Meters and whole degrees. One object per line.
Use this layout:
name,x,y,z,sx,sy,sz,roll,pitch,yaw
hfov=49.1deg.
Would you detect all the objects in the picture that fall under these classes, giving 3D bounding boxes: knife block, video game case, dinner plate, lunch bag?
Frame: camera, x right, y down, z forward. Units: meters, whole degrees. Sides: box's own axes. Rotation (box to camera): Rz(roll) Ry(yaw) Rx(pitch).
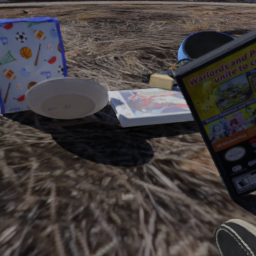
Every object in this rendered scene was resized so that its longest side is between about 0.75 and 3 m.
knife block,0.944,-1.602,9.528,0.930,0.339,1.059,0,23,-13
video game case,2.622,-0.404,4.598,2.956,2.672,0.377,-25,21,12
video game case,0.850,-0.734,8.501,2.617,0.301,2.385,-5,25,-12
dinner plate,-1.539,-0.629,7.208,2.113,2.113,0.256,-4,67,-7
lunch bag,-3.063,-1.990,8.602,2.189,2.575,1.595,-13,32,-21

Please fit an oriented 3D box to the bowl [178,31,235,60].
bowl,3.461,-3.141,11.727,2.686,0.527,2.686,-2,52,2

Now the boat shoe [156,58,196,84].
boat shoe,1.818,-2.184,10.680,1.934,0.878,0.684,-3,29,-6

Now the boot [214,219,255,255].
boot,1.072,2.135,3.050,1.819,0.884,2.416,-6,36,-11
